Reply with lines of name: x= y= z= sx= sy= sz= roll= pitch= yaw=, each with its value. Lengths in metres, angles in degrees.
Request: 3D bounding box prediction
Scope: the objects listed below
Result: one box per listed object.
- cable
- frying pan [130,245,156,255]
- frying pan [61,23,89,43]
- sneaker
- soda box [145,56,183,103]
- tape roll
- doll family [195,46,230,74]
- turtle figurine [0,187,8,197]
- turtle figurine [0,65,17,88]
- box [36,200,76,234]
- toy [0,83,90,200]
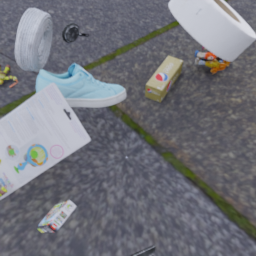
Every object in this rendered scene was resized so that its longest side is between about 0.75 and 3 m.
cable: x=-2.656 y=-2.455 z=7.960 sx=0.603 sy=1.740 sz=1.741 roll=16 pitch=13 yaw=-6
frying pan: x=0.041 y=2.556 z=5.427 sx=0.841 sy=1.391 sz=0.226 roll=-34 pitch=68 yaw=27
frying pan: x=-1.698 y=-2.936 z=9.017 sx=0.178 sy=1.095 sz=0.662 roll=41 pitch=99 yaw=27
sneaker: x=-1.270 y=-1.277 z=8.300 sx=2.851 sy=1.168 sz=1.054 roll=-7 pitch=27 yaw=-32
soda box: x=1.473 y=-2.002 z=11.308 sx=0.713 sy=0.674 sz=2.104 roll=24 pitch=55 yaw=18
tape roll: x=2.502 y=-3.237 z=8.341 sx=2.688 sy=0.940 sz=2.688 roll=26 pitch=39 yaw=-23
doll family: x=3.699 y=-2.948 z=12.087 sx=1.319 sy=0.958 sz=2.125 roll=16 pitch=35 yaw=21
turtle figurine: x=-3.174 y=1.707 z=6.290 sx=1.159 sy=0.373 sz=0.935 roll=25 pitch=47 yaw=9
turtle figurine: x=-5.314 y=-2.164 z=11.570 sx=1.447 sy=0.466 sz=1.167 roll=-7 pitch=51 yaw=-6
box: x=-1.386 y=1.712 z=5.335 sx=0.185 sy=1.065 sz=0.586 roll=45 pitch=56 yaw=-7
toy: x=-2.447 y=0.359 z=6.932 sx=2.831 sy=0.668 sz=1.630 roll=-33 pitch=90 yaw=5
